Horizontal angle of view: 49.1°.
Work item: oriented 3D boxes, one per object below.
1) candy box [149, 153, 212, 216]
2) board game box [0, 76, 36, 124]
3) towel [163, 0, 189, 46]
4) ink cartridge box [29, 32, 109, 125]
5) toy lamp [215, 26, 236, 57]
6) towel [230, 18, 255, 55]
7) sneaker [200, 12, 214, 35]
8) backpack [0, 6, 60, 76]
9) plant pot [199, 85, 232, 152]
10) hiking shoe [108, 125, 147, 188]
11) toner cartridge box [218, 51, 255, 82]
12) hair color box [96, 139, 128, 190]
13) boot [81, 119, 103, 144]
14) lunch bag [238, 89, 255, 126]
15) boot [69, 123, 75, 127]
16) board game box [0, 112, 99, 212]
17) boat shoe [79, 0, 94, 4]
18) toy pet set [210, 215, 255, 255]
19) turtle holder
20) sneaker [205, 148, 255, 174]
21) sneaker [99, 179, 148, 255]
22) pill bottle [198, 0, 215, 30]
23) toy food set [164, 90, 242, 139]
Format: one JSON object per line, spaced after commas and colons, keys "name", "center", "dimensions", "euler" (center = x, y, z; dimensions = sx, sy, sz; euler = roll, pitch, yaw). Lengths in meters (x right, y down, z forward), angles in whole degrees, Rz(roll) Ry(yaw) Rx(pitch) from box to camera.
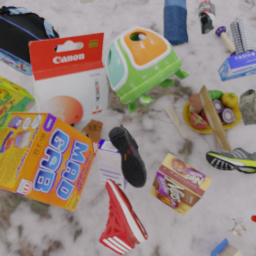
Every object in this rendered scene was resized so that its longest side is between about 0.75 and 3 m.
{"name": "candy box", "center": [1.266, 1.542, 7.266], "dimensions": [1.181, 2.025, 0.572], "euler": [32, 66, 14]}
{"name": "board game box", "center": [-3.797, -0.707, 7.774], "dimensions": [1.457, 2.869, 0.683], "euler": [-44, 83, -1]}
{"name": "towel", "center": [1.542, -3.840, 8.999], "dimensions": [0.547, 2.252, 1.257], "euler": [5, 13, 29]}
{"name": "ink cartridge box", "center": [-1.590, -1.274, 8.161], "dimensions": [2.186, 2.696, 0.676], "euler": [-17, 52, -26]}
{"name": "toy lamp", "center": [4.493, -3.613, 12.288], "dimensions": [0.595, 0.595, 2.044], "euler": [-14, 62, -8]}
{"name": "towel", "center": [3.222, -2.314, 7.643], "dimensions": [0.497, 1.161, 0.961], "euler": [-19, 72, 39]}
{"name": "sneaker", "center": [2.417, -3.291, 8.818], "dimensions": [0.419, 0.441, 1.112], "euler": [-23, 30, 26]}
{"name": "backpack", "center": [-3.064, -2.725, 8.418], "dimensions": [1.915, 1.411, 2.098], "euler": [27, 24, -21]}
{"name": "plant pot", "center": [2.423, -0.245, 7.905], "dimensions": [0.279, 2.032, 2.032], "euler": [-23, 59, 19]}
{"name": "hiking shoe", "center": [0.099, 0.629, 6.549], "dimensions": [0.578, 0.769, 1.527], "euler": [-19, 95, 20]}
{"name": "toner cartridge box", "center": [2.906, -1.480, 6.363], "dimensions": [1.513, 0.718, 0.327], "euler": [-14, 78, 0]}
{"name": "hair color box", "center": [-0.398, 0.987, 7.436], "dimensions": [0.746, 1.365, 0.442], "euler": [11, 38, 16]}
{"name": "boot", "center": [-1.112, 0.193, 10.182], "dimensions": [1.174, 0.432, 0.908], "euler": [25, 61, 12]}
{"name": "lunch bag", "center": [3.535, -0.612, 8.121], "dimensions": [0.510, 0.712, 0.868], "euler": [-7, 36, 34]}
{"name": "boot", "center": [-2.109, 0.315, 10.058], "dimensions": [1.136, 0.513, 1.386], "euler": [37, 74, 21]}
{"name": "board game box", "center": [-2.052, 0.761, 6.518], "dimensions": [1.694, 1.694, 1.695], "euler": [3, 66, 38]}
{"name": "boat shoe", "center": [-0.906, -4.931, 9.196], "dimensions": [2.094, 0.748, 0.626], "euler": [-40, 88, 0]}
{"name": "toy pet set", "center": [3.270, 3.500, 8.133], "dimensions": [1.583, 0.900, 1.696], "euler": [-35, 101, -16]}
{"name": "turtle holder", "center": [0.327, -1.656, 7.720], "dimensions": [1.934, 2.546, 1.808], "euler": [-34, 96, 6]}
{"name": "sneaker", "center": [3.579, 1.048, 9.617], "dimensions": [1.883, 0.696, 0.762], "euler": [12, 54, -2]}
{"name": "sneaker", "center": [-0.374, 1.977, 6.200], "dimensions": [0.987, 0.669, 1.708], "euler": [-36, 43, -1]}
{"name": "pill bottle", "center": [2.832, -4.035, 10.071], "dimensions": [0.602, 0.602, 1.056], "euler": [5, 65, 3]}
{"name": "toy food set", "center": [2.996, -0.718, 10.404], "dimensions": [2.849, 0.930, 1.676], "euler": [-15, 61, -9]}
